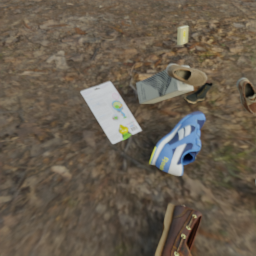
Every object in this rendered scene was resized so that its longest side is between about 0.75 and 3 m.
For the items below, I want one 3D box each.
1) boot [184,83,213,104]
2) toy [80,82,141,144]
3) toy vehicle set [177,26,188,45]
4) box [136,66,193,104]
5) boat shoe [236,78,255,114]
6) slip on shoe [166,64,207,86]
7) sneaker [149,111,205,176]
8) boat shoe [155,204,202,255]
[{"bbox_3d":[2.555,-1.308,10.220,1.120,0.775,0.434,-19,58,-45],"label":"boot"},{"bbox_3d":[-0.507,-0.390,7.783,0.994,0.408,1.726,-25,72,-30],"label":"toy"},{"bbox_3d":[1.638,-2.766,8.373,0.102,0.478,0.769,9,25,25],"label":"toy vehicle set"},{"bbox_3d":[1.195,-1.430,9.616,0.711,0.855,2.081,-7,-5,-35],"label":"box"},{"bbox_3d":[3.905,-0.971,9.021,0.502,1.325,0.476,-32,20,8],"label":"boat shoe"},{"bbox_3d":[1.739,-1.501,8.064,1.333,0.507,0.404,16,17,-23],"label":"slip on shoe"},{"bbox_3d":[1.720,0.474,8.392,1.068,0.960,2.597,32,54,23],"label":"sneaker"},{"bbox_3d":[1.008,2.655,5.857,0.876,0.876,2.490,11,42,17],"label":"boat shoe"}]
